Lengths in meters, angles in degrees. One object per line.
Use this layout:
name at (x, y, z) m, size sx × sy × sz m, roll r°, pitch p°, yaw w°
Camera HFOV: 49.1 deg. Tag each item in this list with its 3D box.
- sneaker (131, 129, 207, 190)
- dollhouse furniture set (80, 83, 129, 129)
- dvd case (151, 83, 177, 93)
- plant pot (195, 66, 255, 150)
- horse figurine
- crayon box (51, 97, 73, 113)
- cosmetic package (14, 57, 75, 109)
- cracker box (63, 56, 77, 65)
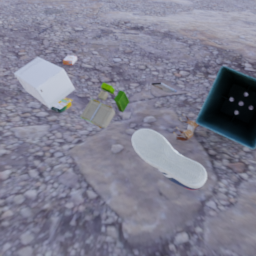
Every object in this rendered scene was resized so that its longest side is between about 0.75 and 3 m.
sneaker at (0.890, 0.796, 6.542) m, size 1.970 × 0.832 × 0.738 m, roll 39°, pitch 76°, yaw 24°
dollhouse furniture set at (-0.668, -0.541, 8.129) m, size 0.828 × 0.634 × 1.264 m, roll 25°, pitch 74°, yaw 20°
dvd case at (1.434, -1.604, 11.225) m, size 0.876 × 0.077 × 0.625 m, roll 21°, pitch -6°, yaw -32°
plant pot at (3.701, -0.726, 9.293) m, size 1.883 × 1.884 × 2.666 m, roll 28°, pitch 16°, yaw 19°
horse figurine at (2.086, 0.018, 9.840) m, size 0.775 × 0.292 × 1.170 m, roll 25°, pitch 74°, yaw 11°
crayon box at (-2.731, -0.950, 11.612) m, size 0.512 × 0.210 × 0.814 m, roll 20°, pitch 42°, yaw 25°
cosmetic package at (-2.658, -1.466, 8.765) m, size 1.033 × 0.815 × 1.920 m, roll -40°, pitch 43°, yaw -17°
cracker box at (-3.180, -3.706, 15.319) m, size 0.526 × 0.226 × 0.785 m, roll 6°, pitch 36°, yaw 8°
